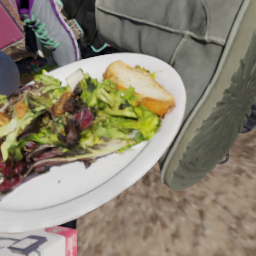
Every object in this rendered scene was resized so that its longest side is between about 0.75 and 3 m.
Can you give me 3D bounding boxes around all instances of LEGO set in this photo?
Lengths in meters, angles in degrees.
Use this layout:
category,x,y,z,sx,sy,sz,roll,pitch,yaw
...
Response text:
category,x,y,z,sx,sy,sz,roll,pitch,yaw
LEGO set,-2.402,-2.149,9.217,2.596,0.966,1.194,-11,44,-11

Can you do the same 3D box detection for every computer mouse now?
category,x,y,z,sx,sy,sz,roll,pitch,yaw
computer mouse,1.428,-0.528,3.832,1.334,1.899,0.437,41,17,-9

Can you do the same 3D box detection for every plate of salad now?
category,x,y,z,sx,sy,sz,roll,pitch,yaw
plate of salad,-0.591,-0.150,2.397,2.121,0.509,2.121,-13,40,12

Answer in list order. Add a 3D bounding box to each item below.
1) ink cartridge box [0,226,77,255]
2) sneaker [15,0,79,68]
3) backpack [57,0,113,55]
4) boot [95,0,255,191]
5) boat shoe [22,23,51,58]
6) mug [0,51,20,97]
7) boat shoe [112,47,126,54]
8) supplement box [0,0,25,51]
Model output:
category,x,y,z,sx,sy,sz,roll,pitch,yaw
ink cartridge box,-1.253,1.466,3.068,0.874,0.509,1.207,2,-1,21
sneaker,-2.062,-2.381,6.546,0.953,2.561,1.121,-1,32,34
backpack,-0.055,-3.591,6.961,2.259,2.947,2.590,-13,63,-43
boot,0.285,-0.828,3.272,0.888,2.225,2.447,11,18,-49
boat shoe,-2.573,-3.153,7.544,0.814,2.454,0.917,13,38,16
mug,-4.298,-1.199,7.553,2.542,1.877,2.229,0,32,6
boat shoe,0.125,-1.669,5.312,0.846,2.989,1.026,1,24,-31
supplement box,-2.663,-2.065,4.620,1.313,1.019,2.380,-29,47,-1
